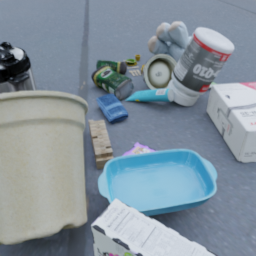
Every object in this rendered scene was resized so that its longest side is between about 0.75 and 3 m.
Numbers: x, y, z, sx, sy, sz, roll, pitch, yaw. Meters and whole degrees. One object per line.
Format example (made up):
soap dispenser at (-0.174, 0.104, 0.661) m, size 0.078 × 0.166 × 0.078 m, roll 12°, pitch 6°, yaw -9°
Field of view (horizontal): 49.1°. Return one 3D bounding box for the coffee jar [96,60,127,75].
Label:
coffee jar at (-0.757, -2.835, 13.131) m, size 1.380 × 0.589 × 0.720 m, roll 7°, pitch 10°, yaw 10°

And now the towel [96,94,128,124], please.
towel at (-0.594, -0.743, 10.273) m, size 0.785 × 0.341 × 1.407 m, roll -22°, pitch 46°, yaw -15°

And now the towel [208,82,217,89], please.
towel at (2.947, -1.868, 12.209) m, size 1.534 × 0.235 × 1.144 m, roll -17°, pitch 41°, yaw -26°

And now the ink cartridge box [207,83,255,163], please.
ink cartridge box at (4.089, -0.315, 9.110) m, size 2.094 × 1.183 × 2.858 m, roll -4°, pitch 35°, yaw -5°

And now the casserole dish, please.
casserole dish at (0.673, 1.275, 6.421) m, size 2.701 × 0.524 × 1.636 m, roll -6°, pitch 38°, yaw -9°

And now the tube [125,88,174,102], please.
tube at (0.832, -1.250, 10.866) m, size 1.925 × 0.485 × 0.745 m, roll 4°, pitch 28°, yaw 38°

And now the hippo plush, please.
hippo plush at (2.615, -4.057, 13.434) m, size 2.880 × 2.294 × 2.316 m, roll 14°, pitch 35°, yaw 27°

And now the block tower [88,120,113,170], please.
block tower at (-0.855, 0.433, 8.654) m, size 0.542 × 0.506 × 1.873 m, roll -8°, pitch 37°, yaw -12°

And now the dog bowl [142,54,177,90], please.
dog bowl at (1.297, -2.217, 11.610) m, size 1.600 × 1.600 × 0.590 m, roll -12°, pitch 11°, yaw -16°

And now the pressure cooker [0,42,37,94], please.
pressure cooker at (-4.432, -1.554, 9.440) m, size 2.496 × 2.838 × 2.535 m, roll -6°, pitch 37°, yaw -8°

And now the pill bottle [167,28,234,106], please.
pill bottle at (2.531, -2.154, 10.311) m, size 1.482 × 2.602 × 1.482 m, roll 15°, pitch 40°, yaw -13°

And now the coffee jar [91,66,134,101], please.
coffee jar at (-0.693, -1.910, 11.642) m, size 0.980 × 0.802 × 1.880 m, roll -39°, pitch 48°, yaw -17°

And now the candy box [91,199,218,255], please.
candy box at (0.401, 2.421, 4.793) m, size 2.036 × 1.708 × 0.728 m, roll 21°, pitch 40°, yaw 27°

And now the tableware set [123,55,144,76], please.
tableware set at (0.608, -3.153, 13.888) m, size 1.386 × 0.316 × 2.058 m, roll -8°, pitch 36°, yaw -12°

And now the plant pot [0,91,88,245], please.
plant pot at (-1.952, 0.922, 5.793) m, size 2.737 × 2.737 × 2.506 m, roll -10°, pitch 76°, yaw -14°

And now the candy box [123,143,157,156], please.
candy box at (0.538, 1.244, 7.418) m, size 1.684 × 0.602 × 1.413 m, roll 23°, pitch 41°, yaw 29°
